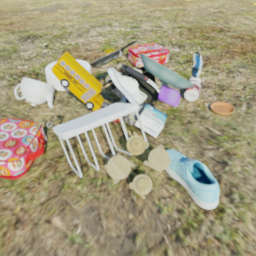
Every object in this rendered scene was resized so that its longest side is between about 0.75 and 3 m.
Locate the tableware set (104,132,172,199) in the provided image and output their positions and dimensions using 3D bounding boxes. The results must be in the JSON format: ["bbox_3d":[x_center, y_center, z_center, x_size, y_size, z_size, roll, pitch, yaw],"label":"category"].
[{"bbox_3d":[0.314,1.045,8.130,1.490,0.207,1.783,39,71,0],"label":"tableware set"}]

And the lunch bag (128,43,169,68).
[{"bbox_3d":[1.252,-4.244,16.598,2.241,0.918,1.974,-16,42,-21],"label":"lunch bag"}]

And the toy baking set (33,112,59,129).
[{"bbox_3d":[-2.731,-0.264,9.399,1.043,0.800,0.121,-6,56,-44],"label":"toy baking set"}]

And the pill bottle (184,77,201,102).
[{"bbox_3d":[3.013,-1.829,13.029,0.648,0.648,1.136,11,51,15],"label":"pill bottle"}]

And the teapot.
[{"bbox_3d":[-4.117,-1.534,12.448,1.533,1.135,1.554,14,5,-32],"label":"teapot"}]

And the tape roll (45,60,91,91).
[{"bbox_3d":[-3.067,-2.752,14.428,2.321,0.812,2.321,1,35,0],"label":"tape roll"}]

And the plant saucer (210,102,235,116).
[{"bbox_3d":[4.078,-0.811,12.150,1.013,0.190,1.013,-1,35,0],"label":"plant saucer"}]

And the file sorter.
[{"bbox_3d":[-0.856,0.322,8.813,2.413,1.502,1.674,-23,14,-20],"label":"file sorter"}]

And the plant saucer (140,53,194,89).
[{"bbox_3d":[1.155,-1.699,8.918,2.020,0.389,2.020,29,13,-7],"label":"plant saucer"}]

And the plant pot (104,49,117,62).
[{"bbox_3d":[-1.028,-4.342,16.916,0.823,0.584,0.823,1,39,-1],"label":"plant pot"}]

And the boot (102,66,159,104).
[{"bbox_3d":[0.220,-1.316,9.817,1.980,1.369,0.767,-23,11,-16],"label":"boot"}]

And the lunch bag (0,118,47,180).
[{"bbox_3d":[-3.807,0.622,9.362,2.077,0.966,2.359,6,34,7],"label":"lunch bag"}]

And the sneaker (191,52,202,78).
[{"bbox_3d":[2.510,-2.204,10.000,0.351,0.937,0.406,5,-8,37],"label":"sneaker"}]

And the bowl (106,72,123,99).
[{"bbox_3d":[0.136,-1.877,11.836,1.993,1.993,0.935,23,69,29],"label":"bowl"}]

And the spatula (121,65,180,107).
[{"bbox_3d":[0.706,-1.376,8.717,2.137,0.220,0.604,30,63,-16],"label":"spatula"}]

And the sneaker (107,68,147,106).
[{"bbox_3d":[-0.004,-1.367,8.836,0.577,1.629,0.595,-36,36,13],"label":"sneaker"}]

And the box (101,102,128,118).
[{"bbox_3d":[-0.490,-0.690,10.416,0.754,0.218,0.949,21,4,-29],"label":"box"}]

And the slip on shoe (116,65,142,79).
[{"bbox_3d":[0.018,-1.750,8.886,0.836,0.318,0.253,15,58,0],"label":"slip on shoe"}]

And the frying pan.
[{"bbox_3d":[-0.678,-3.002,11.727,1.419,0.382,2.346,-15,16,41],"label":"frying pan"}]

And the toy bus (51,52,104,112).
[{"bbox_3d":[-1.863,-1.768,11.055,0.946,2.416,0.786,-38,22,24],"label":"toy bus"}]

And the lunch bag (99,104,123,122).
[{"bbox_3d":[-0.646,-0.686,11.736,1.082,0.443,0.953,14,37,19],"label":"lunch bag"}]

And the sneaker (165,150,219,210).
[{"bbox_3d":[1.898,1.220,8.455,0.920,1.020,2.489,-17,38,-24],"label":"sneaker"}]

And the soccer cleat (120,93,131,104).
[{"bbox_3d":[-0.008,-1.392,10.389,0.466,1.079,0.377,16,-4,35],"label":"soccer cleat"}]

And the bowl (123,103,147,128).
[{"bbox_3d":[0.255,-0.515,11.095,1.439,0.675,1.439,27,44,-30],"label":"bowl"}]

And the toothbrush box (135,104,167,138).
[{"bbox_3d":[0.866,-0.292,10.465,0.923,0.538,1.261,32,28,1],"label":"toothbrush box"}]
